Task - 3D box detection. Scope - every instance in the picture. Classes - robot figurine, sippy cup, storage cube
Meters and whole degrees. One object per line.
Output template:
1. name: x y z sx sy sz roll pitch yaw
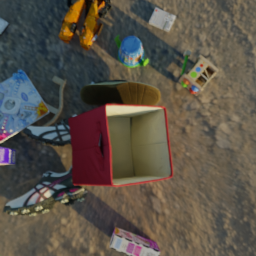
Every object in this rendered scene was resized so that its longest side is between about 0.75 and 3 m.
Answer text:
1. robot figurine: -1.680 -4.415 10.947 1.814 0.728 2.502 21 85 2
2. sippy cup: 0.117 -2.950 10.642 1.366 1.001 1.072 6 83 1
3. storage cube: -0.301 0.625 9.120 2.700 2.427 2.308 -1 82 -39

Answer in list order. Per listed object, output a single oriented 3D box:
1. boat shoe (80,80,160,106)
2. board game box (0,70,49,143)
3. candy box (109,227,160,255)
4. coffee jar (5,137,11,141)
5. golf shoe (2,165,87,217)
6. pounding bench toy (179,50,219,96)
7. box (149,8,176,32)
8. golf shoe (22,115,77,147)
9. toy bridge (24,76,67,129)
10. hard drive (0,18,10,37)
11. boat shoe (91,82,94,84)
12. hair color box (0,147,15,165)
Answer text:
1. boat shoe: -0.272 -1.368 10.413 2.915 0.945 1.067 4 119 -2
2. board game box: -4.408 -0.865 10.425 2.194 0.284 2.194 -34 72 -10
3. candy box: 0.220 4.094 9.792 1.656 1.130 0.505 19 82 1
4. coffee jar: -4.983 0.118 10.538 1.223 0.522 0.638 10 78 2
5. golf shoe: -3.009 2.353 10.151 2.973 1.148 1.310 -16 66 -6
6. pounding bench toy: 2.400 -2.088 10.597 1.454 0.904 1.134 41 86 4
7. box: 1.360 -4.321 11.210 0.885 0.182 0.690 24 84 2
8. golf shoe: -2.371 0.107 10.336 2.781 1.081 1.314 11 81 -10
9. toy bridge: -3.006 -0.755 10.724 0.862 0.349 2.565 28 84 3
10. hard drive: -5.200 -3.990 11.191 0.557 0.151 0.797 35 86 4
11. boat shoe: -1.085 -1.505 10.880 0.817 0.294 0.254 41 64 -1
12. hair color box: -4.802 0.994 9.736 1.048 1.918 0.621 -2 83 0
